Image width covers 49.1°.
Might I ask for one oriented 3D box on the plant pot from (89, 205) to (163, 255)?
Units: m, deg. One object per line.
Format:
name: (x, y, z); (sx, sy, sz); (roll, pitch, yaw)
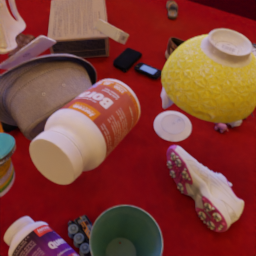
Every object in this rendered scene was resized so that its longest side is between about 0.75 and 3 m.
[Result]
plant pot: (-0.108, 2.895, 6.763); (1.676, 1.129, 1.676); (5, 50, -6)

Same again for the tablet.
tablet: (-3.203, -2.357, 8.974); (1.755, 1.142, 0.120); (-31, 94, 11)

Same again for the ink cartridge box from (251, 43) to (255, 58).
ink cartridge box: (5.933, -2.748, 11.295); (2.368, 0.524, 1.113); (10, 55, 7)

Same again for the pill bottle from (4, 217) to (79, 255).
pill bottle: (-2.027, 3.068, 6.695); (2.001, 1.125, 1.125); (34, 61, 22)

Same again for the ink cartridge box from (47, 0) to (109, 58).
ink cartridge box: (-2.103, -4.333, 12.083); (2.419, 1.103, 2.937); (-4, 54, -4)

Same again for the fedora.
fedora: (-1.722, -0.481, 6.426); (2.576, 2.278, 1.163); (-23, 61, -20)

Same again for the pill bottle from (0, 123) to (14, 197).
pill bottle: (-3.293, 0.303, 5.755); (1.406, 2.532, 1.406); (3, 38, -2)

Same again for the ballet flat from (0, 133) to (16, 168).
ballet flat: (-2.505, 0.688, 4.275); (0.708, 0.708, 1.968); (13, 23, 9)

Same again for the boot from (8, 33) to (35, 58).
boot: (-4.822, -3.419, 11.864); (1.400, 0.483, 1.503); (9, 59, 9)

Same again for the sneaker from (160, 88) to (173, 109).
sneaker: (1.103, -1.085, 7.677); (0.513, 0.603, 1.362); (23, 48, -6)

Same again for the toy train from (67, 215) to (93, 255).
toy train: (-1.123, 2.834, 7.308); (0.640, 0.479, 1.123); (-26, 57, -29)

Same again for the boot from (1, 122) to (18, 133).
boot: (-3.293, -0.367, 9.314); (1.304, 0.593, 1.553); (10, 45, 33)

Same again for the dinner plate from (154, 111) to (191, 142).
dinner plate: (1.534, -0.102, 9.619); (1.297, 0.157, 1.297); (1, 54, -1)

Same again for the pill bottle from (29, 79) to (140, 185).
pill bottle: (-0.683, 0.016, 4.871); (1.131, 1.131, 2.016); (23, 39, 16)

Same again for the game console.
game console: (0.470, -2.536, 11.320); (2.027, 0.244, 1.195); (28, 59, 18)

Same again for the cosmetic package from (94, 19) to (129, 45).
cosmetic package: (-0.591, -3.446, 10.053); (1.102, 0.403, 0.571); (35, 18, 20)

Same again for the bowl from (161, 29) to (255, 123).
bowl: (2.016, -1.381, 6.221); (2.349, 1.264, 2.349); (5, 52, -7)

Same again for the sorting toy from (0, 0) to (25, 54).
sorting toy: (-3.793, -3.565, 8.210); (1.265, 2.369, 2.132); (3, 27, 15)

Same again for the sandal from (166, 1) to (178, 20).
sandal: (2.140, -5.811, 13.604); (0.586, 0.391, 1.433); (5, 54, 4)

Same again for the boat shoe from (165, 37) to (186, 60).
boat shoe: (2.820, -2.758, 10.969); (2.941, 1.058, 1.061); (32, 60, 21)

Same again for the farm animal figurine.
farm animal figurine: (3.400, -0.821, 9.674); (1.414, 0.881, 1.751); (-15, 55, -11)

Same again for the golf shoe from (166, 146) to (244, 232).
golf shoe: (2.139, 1.557, 8.007); (1.231, 1.013, 2.690); (-20, 63, -26)
